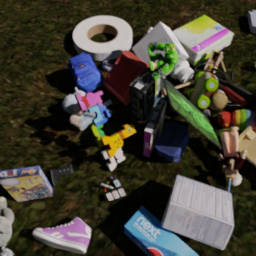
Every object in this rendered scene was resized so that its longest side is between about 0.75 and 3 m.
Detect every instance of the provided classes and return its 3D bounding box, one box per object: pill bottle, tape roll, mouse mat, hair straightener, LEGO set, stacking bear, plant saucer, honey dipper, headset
[{"bbox_3d":[2.116,-2.813,12.625,0.951,0.951,1.717,-30,62,-19],"label":"pill bottle"},{"bbox_3d":[-1.266,-4.525,14.045,3.008,0.550,3.008,0,55,0],"label":"tape roll"},{"bbox_3d":[2.169,-0.509,9.545,2.612,0.098,2.102,38,26,-25],"label":"mouse mat"},{"bbox_3d":[4.096,-2.012,12.078,2.663,0.545,1.025,35,68,13],"label":"hair straightener"},{"bbox_3d":[-0.557,2.095,9.664,0.630,0.207,0.843,-15,53,-24],"label":"LEGO set"},{"bbox_3d":[4.322,-0.286,10.987,1.570,0.953,0.893,5,62,14],"label":"stacking bear"},{"bbox_3d":[-0.171,-2.170,11.636,1.859,0.341,1.855,45,105,37],"label":"plant saucer"},{"bbox_3d":[2.009,-1.629,11.100,1.538,0.292,0.292,-21,58,-21],"label":"honey dipper"},{"bbox_3d":[1.896,-1.046,11.356,0.766,1.007,1.630,-43,35,-4],"label":"headset"},{"bbox_3d":[-0.553,-0.015,9.577,1.218,2.969,1.132,-28,16,-20],"label":"LEGO set"}]

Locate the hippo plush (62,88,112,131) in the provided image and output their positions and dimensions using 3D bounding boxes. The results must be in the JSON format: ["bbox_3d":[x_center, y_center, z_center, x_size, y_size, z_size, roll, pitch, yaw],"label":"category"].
[{"bbox_3d":[-1.817,-1.004,11.080,1.843,1.468,1.482,-35,63,-21],"label":"hippo plush"}]

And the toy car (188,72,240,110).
[{"bbox_3d":[3.584,-1.313,11.340,1.833,1.446,1.506,18,19,-9],"label":"toy car"}]

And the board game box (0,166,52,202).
[{"bbox_3d":[-3.215,1.824,8.934,1.211,1.788,0.309,-7,56,-5],"label":"board game box"}]

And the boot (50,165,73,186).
[{"bbox_3d":[-2.324,1.687,9.984,0.782,0.257,0.645,-12,58,-13],"label":"boot"}]

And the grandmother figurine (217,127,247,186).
[{"bbox_3d":[3.618,1.036,9.903,0.607,1.215,2.004,1,78,-19],"label":"grandmother figurine"}]

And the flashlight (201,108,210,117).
[{"bbox_3d":[3.261,-0.937,11.711,0.369,0.370,1.090,26,55,-13],"label":"flashlight"}]

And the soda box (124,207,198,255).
[{"bbox_3d":[1.084,3.588,8.308,2.553,0.819,0.866,37,63,23],"label":"soda box"}]

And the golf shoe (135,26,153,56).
[{"bbox_3d":[1.081,-4.044,13.691,1.026,0.844,2.172,22,59,-5],"label":"golf shoe"}]

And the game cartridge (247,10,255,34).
[{"bbox_3d":[7.692,-5.474,14.776,2.573,0.521,1.715,7,52,5],"label":"game cartridge"}]

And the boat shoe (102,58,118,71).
[{"bbox_3d":[-0.243,-3.041,12.956,1.945,0.659,0.698,2,57,2],"label":"boat shoe"}]

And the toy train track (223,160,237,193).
[{"bbox_3d":[3.301,1.759,9.390,0.235,0.830,1.447,12,82,-6],"label":"toy train track"}]

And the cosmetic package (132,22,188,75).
[{"bbox_3d":[1.345,-3.188,11.889,1.661,1.021,1.656,-37,74,27],"label":"cosmetic package"}]

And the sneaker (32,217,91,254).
[{"bbox_3d":[-2.025,3.216,8.752,1.738,0.630,0.991,15,51,0],"label":"sneaker"}]

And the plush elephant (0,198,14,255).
[{"bbox_3d":[-4.190,3.008,8.283,1.605,1.508,1.948,-36,63,-22],"label":"plush elephant"}]

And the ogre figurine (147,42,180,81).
[{"bbox_3d":[1.272,-2.521,10.089,1.044,0.854,1.742,-14,35,14],"label":"ogre figurine"}]

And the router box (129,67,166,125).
[{"bbox_3d":[0.783,-1.288,10.938,0.628,2.021,1.515,30,61,22],"label":"router box"}]

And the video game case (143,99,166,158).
[{"bbox_3d":[0.962,0.044,10.230,0.301,1.680,1.523,19,58,14],"label":"video game case"}]

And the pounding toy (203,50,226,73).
[{"bbox_3d":[4.092,-2.953,12.763,0.903,0.900,1.573,23,59,15],"label":"pounding toy"}]

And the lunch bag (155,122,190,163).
[{"bbox_3d":[1.627,0.593,10.225,0.936,0.911,1.378,28,78,26],"label":"lunch bag"}]

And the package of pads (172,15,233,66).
[{"bbox_3d":[3.485,-4.361,13.737,2.596,0.885,2.006,-33,62,-20],"label":"package of pads"}]

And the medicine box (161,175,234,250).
[{"bbox_3d":[2.130,2.490,8.526,1.853,0.954,1.688,18,23,11],"label":"medicine box"}]

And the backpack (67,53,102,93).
[{"bbox_3d":[-1.897,-2.327,12.032,1.202,1.241,1.479,-28,70,2],"label":"backpack"}]

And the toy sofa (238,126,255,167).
[{"bbox_3d":[4.894,1.105,10.069,0.957,1.127,2.310,-45,64,1],"label":"toy sofa"}]
